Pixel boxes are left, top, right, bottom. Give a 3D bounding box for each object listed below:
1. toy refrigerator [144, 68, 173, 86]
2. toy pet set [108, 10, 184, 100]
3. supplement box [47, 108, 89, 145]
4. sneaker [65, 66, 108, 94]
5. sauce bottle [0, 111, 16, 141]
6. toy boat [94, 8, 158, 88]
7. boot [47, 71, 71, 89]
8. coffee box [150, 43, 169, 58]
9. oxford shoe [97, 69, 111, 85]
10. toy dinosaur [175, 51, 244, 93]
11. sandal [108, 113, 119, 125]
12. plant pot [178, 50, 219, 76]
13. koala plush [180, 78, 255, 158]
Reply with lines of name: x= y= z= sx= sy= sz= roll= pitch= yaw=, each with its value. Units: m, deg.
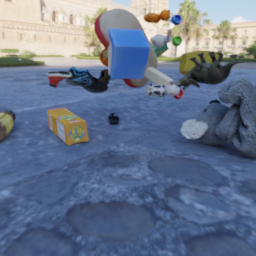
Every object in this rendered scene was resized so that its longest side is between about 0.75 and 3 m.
toy refrigerator: x=0.989 y=-1.622 z=9.173 sx=0.918 sy=0.321 sz=0.348 roll=37 pitch=35 yaw=25
toy pet set: x=0.721 y=-2.350 z=8.310 sx=2.657 sy=2.846 sz=1.511 roll=-2 pitch=-3 yaw=-15
supplement box: x=-2.320 y=-0.108 z=10.493 sx=0.817 sy=0.845 sz=2.457 roll=-11 pitch=22 yaw=-28
sneaker: x=-1.793 y=-2.127 z=12.554 sx=1.955 sy=0.801 sz=0.716 roll=13 pitch=36 yaw=-18
sauce bottle: x=-4.801 y=-0.154 z=10.695 sx=0.843 sy=0.843 sz=2.555 roll=-2 pitch=14 yaw=-8
toy boat: x=-0.320 y=-2.798 z=10.287 sx=1.886 sy=2.885 sz=1.882 roll=-9 pitch=33 yaw=39
boot: x=-2.706 y=-1.896 z=11.173 sx=0.939 sy=0.677 sz=0.340 roll=-1 pitch=35 yaw=-2
coffee box: x=0.911 y=-3.803 z=14.156 sx=1.306 sy=0.467 sz=2.124 roll=-39 pitch=28 yaw=-20
oxford shoe: x=-0.942 y=-2.614 z=13.341 sx=0.529 sy=0.615 sz=1.457 roll=12 pitch=59 yaw=52
toy dinosaur: x=2.679 y=-1.853 z=9.181 sx=2.299 sy=1.176 sz=0.885 roll=-4 pitch=24 yaw=32
sandal: x=-0.636 y=-0.459 z=12.635 sx=0.508 sy=0.323 sz=1.351 roll=-2 pitch=16 yaw=-8
plant pot: x=3.043 y=-2.782 z=12.406 sx=1.369 sy=1.329 sz=1.338 roll=8 pitch=10 yaw=-13
koala plush: x=3.144 y=-0.104 z=9.025 sx=2.285 sy=2.368 sz=2.576 roll=-2 pitch=-8 yaw=-43
